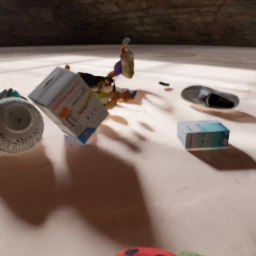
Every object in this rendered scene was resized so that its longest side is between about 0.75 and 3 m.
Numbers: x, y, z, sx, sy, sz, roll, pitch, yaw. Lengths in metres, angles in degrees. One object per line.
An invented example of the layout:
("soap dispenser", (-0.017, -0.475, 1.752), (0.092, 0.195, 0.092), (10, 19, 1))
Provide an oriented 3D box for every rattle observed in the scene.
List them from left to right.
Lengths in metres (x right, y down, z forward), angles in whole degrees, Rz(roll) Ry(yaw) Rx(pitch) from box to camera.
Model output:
("rattle", (-0.659, -4.240, 17.194), (2.024, 1.845, 2.833), (19, -13, 23))

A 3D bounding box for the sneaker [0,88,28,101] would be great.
("sneaker", (-5.676, -0.900, 12.254), (2.879, 1.117, 1.313), (-7, -9, 15))

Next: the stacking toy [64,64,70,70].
("stacking toy", (-3.096, -2.292, 14.363), (1.055, 1.923, 1.116), (14, 25, 31))

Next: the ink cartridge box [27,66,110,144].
("ink cartridge box", (-2.019, -0.781, 9.684), (1.505, 2.081, 1.532), (25, 70, 44))

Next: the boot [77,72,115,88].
("boot", (-1.964, -2.794, 16.887), (2.054, 1.150, 2.970), (7, 23, 3))

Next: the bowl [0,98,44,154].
("bowl", (-3.547, -0.198, 8.882), (1.911, 1.911, 0.897), (-14, -7, -31))

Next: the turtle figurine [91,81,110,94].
("turtle figurine", (-1.647, -1.849, 14.663), (1.854, 0.740, 2.299), (5, 41, -20))

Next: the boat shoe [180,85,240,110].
("boat shoe", (3.828, -1.459, 13.464), (2.865, 1.054, 0.936), (10, 20, 26))

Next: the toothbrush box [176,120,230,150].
("toothbrush box", (2.573, 0.213, 9.781), (1.531, 0.653, 1.121), (-3, 22, -4))

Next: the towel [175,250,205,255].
("towel", (1.431, 2.596, 4.230), (1.769, 0.323, 1.312), (11, 25, 23))

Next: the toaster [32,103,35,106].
("toaster", (-4.086, -0.116, 10.045), (1.799, 1.068, 1.627), (-9, 23, -21))

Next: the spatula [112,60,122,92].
("spatula", (-0.671, -2.442, 14.894), (0.262, 2.553, 0.722), (25, -31, -33))

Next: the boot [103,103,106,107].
("boot", (-1.801, -0.898, 12.421), (2.148, 0.854, 2.468), (-10, 28, -40))

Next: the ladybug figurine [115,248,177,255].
("ladybug figurine", (0.430, 2.366, 3.592), (2.423, 0.872, 1.645), (16, 46, 42))

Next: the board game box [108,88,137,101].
("board game box", (-0.311, -1.927, 15.473), (1.396, 0.431, 1.396), (5, 22, 11))

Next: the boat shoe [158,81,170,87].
("boat shoe", (2.211, -2.693, 17.524), (0.835, 0.307, 0.273), (12, -19, -21))

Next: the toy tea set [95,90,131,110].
("toy tea set", (-0.890, -1.386, 12.329), (1.354, 0.843, 2.277), (-34, -14, 35))
